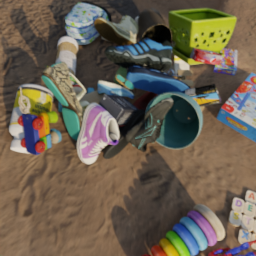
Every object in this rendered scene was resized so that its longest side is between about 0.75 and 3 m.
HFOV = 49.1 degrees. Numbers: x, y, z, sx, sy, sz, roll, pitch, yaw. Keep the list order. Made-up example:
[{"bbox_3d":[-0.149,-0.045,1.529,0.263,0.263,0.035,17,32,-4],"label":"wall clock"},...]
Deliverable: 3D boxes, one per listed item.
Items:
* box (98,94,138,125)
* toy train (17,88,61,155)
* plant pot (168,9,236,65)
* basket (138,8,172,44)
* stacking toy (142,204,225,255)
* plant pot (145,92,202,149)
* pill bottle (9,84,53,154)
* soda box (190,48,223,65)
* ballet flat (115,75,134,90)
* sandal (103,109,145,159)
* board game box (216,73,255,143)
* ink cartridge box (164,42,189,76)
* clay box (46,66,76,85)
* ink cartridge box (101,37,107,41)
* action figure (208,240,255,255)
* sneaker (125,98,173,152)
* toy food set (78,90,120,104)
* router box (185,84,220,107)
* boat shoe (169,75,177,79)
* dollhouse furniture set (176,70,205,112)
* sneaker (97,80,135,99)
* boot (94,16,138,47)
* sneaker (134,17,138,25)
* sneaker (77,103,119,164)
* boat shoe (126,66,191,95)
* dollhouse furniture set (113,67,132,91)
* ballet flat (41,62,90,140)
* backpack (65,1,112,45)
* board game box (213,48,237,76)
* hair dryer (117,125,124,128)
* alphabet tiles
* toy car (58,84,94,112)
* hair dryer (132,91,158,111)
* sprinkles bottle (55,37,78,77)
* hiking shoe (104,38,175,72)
[{"bbox_3d":[-0.349,-0.625,9.931,0.953,0.672,1.288,42,21,24],"label":"box"},{"bbox_3d":[-2.926,-0.324,9.436,0.944,2.230,1.290,10,20,32],"label":"toy train"},{"bbox_3d":[2.654,-3.429,10.574,1.840,1.678,1.849,-11,34,-16],"label":"plant pot"},{"bbox_3d":[0.979,-3.927,11.360,1.219,1.616,1.792,5,48,-13],"label":"basket"},{"bbox_3d":[1.389,3.466,8.148,2.812,1.200,1.200,-31,60,-16],"label":"stacking toy"},{"bbox_3d":[1.776,-0.405,9.933,1.989,1.989,1.339,30,33,20],"label":"plant pot"},{"bbox_3d":[-3.643,-0.303,10.452,1.336,1.336,2.385,4,73,3],"label":"pill bottle"},{"bbox_3d":[2.768,-2.512,9.907,1.138,0.361,0.399,0,36,-28],"label":"soda box"},{"bbox_3d":[-0.134,-1.600,9.855,0.766,0.241,0.263,38,73,-14],"label":"ballet flat"},{"bbox_3d":[-0.172,0.201,10.230,0.542,0.851,2.263,43,96,28],"label":"sandal"},{"bbox_3d":[5.434,-0.672,11.252,2.673,0.747,2.617,35,62,22],"label":"board game box"},{"bbox_3d":[2.058,-3.246,12.178,0.744,1.785,1.295,-10,22,-15],"label":"ink cartridge box"},{"bbox_3d":[-2.607,-2.010,10.679,1.190,0.684,0.283,25,96,15],"label":"clay box"},{"bbox_3d":[-0.889,-4.960,14.543,0.600,0.347,1.032,23,58,16],"label":"ink cartridge box"},{"bbox_3d":[3.066,3.817,8.260,1.963,0.507,0.642,-15,50,-5],"label":"action figure"},{"bbox_3d":[0.835,-0.080,9.242,0.881,2.224,0.838,49,35,11],"label":"sneaker"},{"bbox_3d":[-1.130,-0.629,11.028,2.175,0.657,1.561,-22,86,-7],"label":"toy food set"},{"bbox_3d":[2.733,-1.151,10.261,1.102,0.822,0.281,-9,54,29],"label":"router box"},{"bbox_3d":[1.657,-2.048,12.328,1.445,0.453,0.530,-7,64,-4],"label":"boat shoe"},{"bbox_3d":[2.466,-1.396,11.406,1.029,1.358,1.549,1,68,2],"label":"dollhouse furniture set"},{"bbox_3d":[-0.471,-1.336,10.647,1.479,0.665,0.580,17,13,3],"label":"sneaker"},{"bbox_3d":[-0.512,-5.035,13.946,2.262,0.815,1.749,28,52,-18],"label":"boot"},{"bbox_3d":[1.006,-5.014,14.318,0.841,0.834,2.320,-34,59,-15],"label":"sneaker"},{"bbox_3d":[-0.985,0.503,9.364,0.857,2.365,1.349,-23,46,-41],"label":"sneaker"},{"bbox_3d":[1.225,-1.795,10.417,2.638,1.110,0.905,20,39,-23],"label":"boat shoe"},{"bbox_3d":[-0.493,-1.540,11.240,0.816,1.626,1.065,-15,54,-44],"label":"dollhouse furniture set"},{"bbox_3d":[-1.828,-0.877,9.398,1.009,2.975,1.120,25,56,37],"label":"ballet flat"},{"bbox_3d":[-2.189,-5.269,14.103,1.962,1.849,2.405,24,74,10],"label":"backpack"},{"bbox_3d":[4.623,-3.170,13.290,0.977,0.325,1.452,11,55,8],"label":"board game box"},{"bbox_3d":[-0.175,0.060,11.018,1.132,0.308,0.863,-12,57,-7],"label":"hair dryer"},{"bbox_3d":[4.263,3.007,9.031,1.904,0.139,1.862,19,57,14],"label":"alphabet tiles"},{"bbox_3d":[-2.182,-1.440,11.581,1.369,1.314,1.486,0,41,-14],"label":"toy car"},{"bbox_3d":[1.110,-0.475,11.326,2.133,0.761,2.801,3,57,-19],"label":"hair dryer"},{"bbox_3d":[-2.829,-2.921,12.727,0.951,0.951,2.787,-3,55,-2],"label":"sprinkles bottle"},{"bbox_3d":[0.418,-2.856,10.614,2.578,0.959,1.118,10,76,3],"label":"hiking shoe"}]
